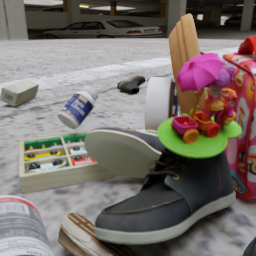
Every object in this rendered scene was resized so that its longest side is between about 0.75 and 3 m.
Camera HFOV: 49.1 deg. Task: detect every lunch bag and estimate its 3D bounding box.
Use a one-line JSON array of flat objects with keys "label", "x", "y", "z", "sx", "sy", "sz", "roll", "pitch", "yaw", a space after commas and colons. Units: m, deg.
[{"label": "lunch bag", "x": 2.331, "y": -0.407, "z": 5.282, "sx": 1.200, "sy": 2.581, "sz": 2.930, "roll": -2, "pitch": 23, "yaw": 8}]

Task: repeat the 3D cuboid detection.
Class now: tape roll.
[{"label": "tape roll", "x": 0.682, "y": -0.417, "z": 5.984, "sx": 0.459, "sy": 1.314, "sz": 1.314, "roll": 4, "pitch": 21, "yaw": 12}]

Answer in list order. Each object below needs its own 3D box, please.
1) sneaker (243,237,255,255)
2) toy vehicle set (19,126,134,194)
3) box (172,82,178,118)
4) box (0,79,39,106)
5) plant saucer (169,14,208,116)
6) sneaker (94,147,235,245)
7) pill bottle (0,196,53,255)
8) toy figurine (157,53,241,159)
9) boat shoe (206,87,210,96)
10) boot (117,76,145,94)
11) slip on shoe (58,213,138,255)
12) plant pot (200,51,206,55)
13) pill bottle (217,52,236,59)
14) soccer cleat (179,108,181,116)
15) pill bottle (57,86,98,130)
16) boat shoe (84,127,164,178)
[{"label": "sneaker", "x": 1.452, "y": 1.672, "z": 2.732, "sx": 0.733, "sy": 1.099, "sz": 1.918, "roll": 19, "pitch": 55, "yaw": 24}, {"label": "toy vehicle set", "x": -0.890, "y": 0.550, "z": 5.946, "sx": 2.646, "sy": 0.351, "sz": 1.644, "roll": -8, "pitch": 23, "yaw": -19}, {"label": "box", "x": 1.028, "y": -0.795, "z": 7.987, "sx": 0.813, "sy": 1.023, "sz": 0.235, "roll": 5, "pitch": -6, "yaw": 22}, {"label": "box", "x": -3.930, "y": -1.316, "z": 10.210, "sx": 0.633, "sy": 0.527, "sz": 1.540, "roll": 23, "pitch": 23, "yaw": 3}, {"label": "plant saucer", "x": 1.396, "y": -0.918, "z": 6.206, "sx": 0.558, "sy": 2.984, "sz": 2.984, "roll": -10, "pitch": 19, "yaw": 14}, {"label": "sneaker", "x": 0.533, "y": 0.622, "z": 3.912, "sx": 2.519, "sy": 1.338, "sz": 0.942, "roll": -7, "pitch": -1, "yaw": -43}, {"label": "pill bottle", "x": -1.191, "y": 1.475, "z": 2.763, "sx": 0.940, "sy": 0.940, "sz": 1.622, "roll": -10, "pitch": 25, "yaw": -25}, {"label": "toy figurine", "x": 0.995, "y": -0.363, "z": 3.444, "sx": 1.209, "sy": 1.112, "sz": 0.907, "roll": -11, "pitch": 37, "yaw": -19}, {"label": "boat shoe", "x": 2.384, "y": -1.224, "z": 9.178, "sx": 0.608, "sy": 0.692, "sz": 1.943, "roll": 15, "pitch": 13, "yaw": -38}, {"label": "boot", "x": 0.368, "y": -1.756, "z": 11.799, "sx": 1.373, "sy": 0.532, "sz": 0.950, "roll": -27, "pitch": 36, "yaw": -26}, {"label": "slip on shoe", "x": -0.332, "y": 1.547, "z": 3.381, "sx": 1.307, "sy": 0.396, "sz": 0.497, "roll": 28, "pitch": 3, "yaw": 20}, {"label": "plant pot", "x": 2.749, "y": -2.489, "z": 12.383, "sx": 1.584, "sy": 1.584, "sz": 1.418, "roll": -4, "pitch": 6, "yaw": -11}, {"label": "pill bottle", "x": 3.204, "y": -2.130, "z": 10.698, "sx": 1.206, "sy": 1.206, "sz": 2.208, "roll": -20, "pitch": 7, "yaw": -42}, {"label": "soccer cleat", "x": 1.735, "y": -0.297, "z": 7.958, "sx": 0.575, "sy": 0.711, "sz": 1.646, "roll": 11, "pitch": 46, "yaw": 2}, {"label": "pill bottle", "x": -1.149, "y": -0.503, "z": 6.617, "sx": 0.556, "sy": 0.556, "sz": 1.001, "roll": 16, "pitch": 61, "yaw": 35}, {"label": "boat shoe", "x": 0.417, "y": 0.422, "z": 5.141, "sx": 2.433, "sy": 0.866, "sz": 0.761, "roll": 14, "pitch": 34, "yaw": -6}]
